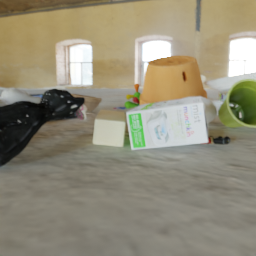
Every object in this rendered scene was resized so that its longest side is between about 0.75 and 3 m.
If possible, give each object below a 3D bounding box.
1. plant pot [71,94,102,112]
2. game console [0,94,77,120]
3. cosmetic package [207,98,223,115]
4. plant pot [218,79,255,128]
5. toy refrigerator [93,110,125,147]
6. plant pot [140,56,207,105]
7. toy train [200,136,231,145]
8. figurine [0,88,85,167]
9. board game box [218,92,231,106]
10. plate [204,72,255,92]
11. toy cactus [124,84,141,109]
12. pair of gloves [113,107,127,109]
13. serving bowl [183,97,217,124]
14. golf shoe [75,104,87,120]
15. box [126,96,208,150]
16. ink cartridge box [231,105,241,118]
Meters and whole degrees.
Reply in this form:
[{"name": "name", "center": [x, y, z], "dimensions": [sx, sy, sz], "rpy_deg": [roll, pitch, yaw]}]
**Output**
[{"name": "plant pot", "center": [-2.040, -1.171, 13.284], "dimensions": [1.516, 0.700, 1.516], "rpy_deg": [10, 6, -1]}, {"name": "game console", "center": [-3.619, -0.802, 10.902], "dimensions": [2.707, 0.420, 2.394], "rpy_deg": [-10, 26, -40]}, {"name": "cosmetic package", "center": [3.066, -1.006, 12.856], "dimensions": [1.835, 0.629, 2.434], "rpy_deg": [2, 10, 2]}, {"name": "plant pot", "center": [3.345, -0.567, 8.351], "dimensions": [1.409, 1.409, 1.338], "rpy_deg": [-1, -11, -4]}, {"name": "toy refrigerator", "center": [-0.457, -0.015, 7.174], "dimensions": [0.704, 0.649, 1.854], "rpy_deg": [6, 11, -3]}, {"name": "plant pot", "center": [1.741, -1.713, 11.067], "dimensions": [2.744, 1.921, 2.744], "rpy_deg": [-6, 24, 3]}, {"name": "toy train", "center": [1.755, 0.292, 6.365], "dimensions": [1.119, 0.191, 0.256], "rpy_deg": [-1, 12, 44]}, {"name": "figurine", "center": [-2.426, -0.270, 5.777], "dimensions": [2.351, 1.012, 2.294], "rpy_deg": [7, 27, 34]}, {"name": "board game box", "center": [4.751, -1.188, 13.129], "dimensions": [0.915, 0.899, 1.745], "rpy_deg": [2, 10, 12]}, {"name": "plate", "center": [5.084, -1.844, 11.561], "dimensions": [2.814, 0.456, 2.820], "rpy_deg": [-4, 1, -37]}, {"name": "toy cactus", "center": [1.166, -1.150, 12.717], "dimensions": [2.570, 1.314, 2.121], "rpy_deg": [3, 15, -39]}, {"name": "pair of gloves", "center": [-0.380, -1.033, 14.653], "dimensions": [0.779, 0.089, 0.626], "rpy_deg": [3, 12, 20]}, {"name": "serving bowl", "center": [2.005, -0.613, 9.127], "dimensions": [1.665, 0.548, 1.665], "rpy_deg": [-12, 27, 7]}, {"name": "golf shoe", "center": [-1.748, -0.696, 10.500], "dimensions": [0.521, 0.411, 1.132], "rpy_deg": [-8, 40, -28]}, {"name": "box", "center": [0.986, -0.189, 6.631], "dimensions": [1.641, 0.899, 1.860], "rpy_deg": [-7, 8, 13]}, {"name": "ink cartridge box", "center": [5.754, -0.937, 10.906], "dimensions": [2.744, 1.164, 1.999], "rpy_deg": [-1, 10, -12]}]
